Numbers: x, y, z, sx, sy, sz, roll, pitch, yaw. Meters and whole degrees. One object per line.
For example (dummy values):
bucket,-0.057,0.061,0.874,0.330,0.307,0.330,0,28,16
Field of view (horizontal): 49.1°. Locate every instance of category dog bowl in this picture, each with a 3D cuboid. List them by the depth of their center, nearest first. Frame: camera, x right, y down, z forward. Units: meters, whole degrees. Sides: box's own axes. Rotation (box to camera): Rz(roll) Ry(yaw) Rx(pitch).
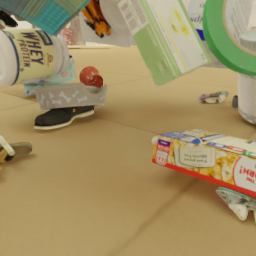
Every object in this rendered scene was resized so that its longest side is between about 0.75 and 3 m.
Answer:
dog bowl,-1.860,-1.009,9.344,2.393,0.702,2.393,-6,2,0

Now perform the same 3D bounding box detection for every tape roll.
tape roll,2.524,-2.094,5.177,2.213,2.213,0.532,2,6,6

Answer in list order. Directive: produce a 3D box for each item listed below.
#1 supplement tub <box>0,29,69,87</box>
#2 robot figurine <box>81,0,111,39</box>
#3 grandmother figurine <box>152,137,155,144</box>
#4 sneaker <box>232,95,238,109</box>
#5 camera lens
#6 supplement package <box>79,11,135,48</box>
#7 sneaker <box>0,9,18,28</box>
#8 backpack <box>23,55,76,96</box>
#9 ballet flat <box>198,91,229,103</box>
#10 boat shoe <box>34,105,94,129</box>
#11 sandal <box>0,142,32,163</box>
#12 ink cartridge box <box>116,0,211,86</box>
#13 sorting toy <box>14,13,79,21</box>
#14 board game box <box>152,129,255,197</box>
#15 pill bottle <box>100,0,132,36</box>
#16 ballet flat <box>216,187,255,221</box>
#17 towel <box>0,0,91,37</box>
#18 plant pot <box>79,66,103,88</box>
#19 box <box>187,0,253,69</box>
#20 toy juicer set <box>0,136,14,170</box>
supplement tub,-3.027,-2.162,8.424,1.555,1.555,2.145,15,26,35
robot figurine,-1.016,-3.561,8.224,0.539,1.852,1.343,-39,12,-20
grandmother figurine,1.006,0.310,7.279,0.800,0.242,0.485,-6,-7,-8
sneaker,4.269,-0.829,10.224,0.558,0.477,1.280,6,24,-20
camera lens,4.373,-1.502,8.288,2.128,2.660,2.128,-11,27,6
supplement package,-0.219,-4.134,9.583,1.866,1.879,2.476,16,39,25
sneaker,-3.843,-3.436,8.531,0.956,0.349,0.535,27,-18,-17
backpack,-3.600,-2.496,12.458,2.549,1.919,2.263,-12,23,-9
ballet flat,3.463,-1.177,11.184,1.273,0.440,0.453,-7,39,-6
boat shoe,-2.017,-0.591,8.960,0.933,0.799,2.549,11,24,27
sandal,-2.715,0.596,6.284,1.153,0.463,0.311,-9,47,-29
ink cartridge box,1.115,-2.146,6.179,2.604,1.895,0.624,-29,3,-42
sorting toy,-2.881,-4.118,9.698,2.486,0.333,1.852,-3,-1,-6
board game box,2.062,0.594,5.347,2.574,0.596,1.950,15,12,35
pill bottle,0.434,-3.391,6.984,1.229,1.229,2.176,21,60,45
ballet flat,1.941,1.272,4.352,1.190,0.428,0.428,13,23,23
towel,-1.577,-2.632,4.721,2.077,0.307,2.832,21,-21,-34
plant pot,-1.737,-2.365,13.649,1.038,1.038,1.009,-9,30,-23
box,3.089,-3.699,9.467,1.414,2.694,2.478,11,-4,32
toy juicer set,-2.843,0.599,5.674,0.832,0.356,1.308,14,46,26
